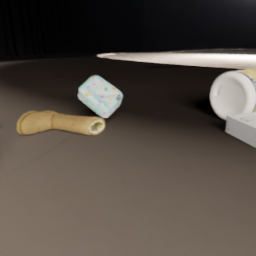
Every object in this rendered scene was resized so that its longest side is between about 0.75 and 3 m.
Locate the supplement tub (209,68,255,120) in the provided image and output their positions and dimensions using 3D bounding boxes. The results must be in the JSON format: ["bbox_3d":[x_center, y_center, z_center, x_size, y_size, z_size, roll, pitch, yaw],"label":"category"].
[{"bbox_3d":[4.803,-1.407,11.328,2.657,1.918,1.918,-15,24,-36],"label":"supplement tub"}]

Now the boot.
[{"bbox_3d":[-2.226,-0.127,9.439,2.268,0.750,1.986,9,20,23],"label":"boot"}]

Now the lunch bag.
[{"bbox_3d":[-0.963,-1.074,9.713,1.431,0.551,1.147,37,54,7],"label":"lunch bag"}]

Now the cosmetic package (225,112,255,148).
[{"bbox_3d":[4.705,0.160,8.714,2.022,0.693,2.682,-9,21,-16],"label":"cosmetic package"}]
